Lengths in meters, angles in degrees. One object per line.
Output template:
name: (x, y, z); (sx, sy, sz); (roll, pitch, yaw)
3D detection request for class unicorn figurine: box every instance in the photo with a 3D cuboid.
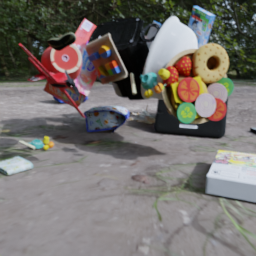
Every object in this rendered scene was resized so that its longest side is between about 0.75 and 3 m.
unicorn figurine: (0.792, -0.575, 14.458); (1.328, 0.714, 1.934); (4, 25, -29)

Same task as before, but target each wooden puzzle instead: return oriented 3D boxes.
wooden puzzle: (-0.590, -1.608, 6.792); (0.997, 1.077, 0.249); (-4, 24, 49)

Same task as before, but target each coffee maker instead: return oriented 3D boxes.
coffee maker: (0.216, -2.309, 10.107); (2.640, 1.851, 2.748); (24, -19, 34)

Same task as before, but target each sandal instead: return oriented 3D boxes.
sandal: (-1.429, -1.905, 6.143); (0.779, 0.309, 0.222); (-7, 47, 28)

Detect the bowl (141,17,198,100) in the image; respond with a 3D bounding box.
bowl: (1.602, -2.062, 9.297); (1.275, 2.836, 2.836); (24, 21, 17)

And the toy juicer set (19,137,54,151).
toy juicer set: (-3.227, 0.659, 10.078); (0.736, 0.315, 1.157); (32, 26, 34)

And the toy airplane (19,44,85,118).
toy airplane: (-1.995, -1.265, 7.365); (2.492, 2.492, 0.458); (16, 61, 49)

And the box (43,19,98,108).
box: (-1.838, -2.459, 10.880); (1.531, 2.984, 1.412); (29, -28, -15)

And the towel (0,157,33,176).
towel: (-3.367, 1.128, 8.236); (0.914, 0.220, 0.782); (12, 21, 41)

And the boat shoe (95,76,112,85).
boat shoe: (-1.084, -2.502, 12.757); (2.729, 0.984, 0.968); (3, 17, 0)

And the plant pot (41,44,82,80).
plant pot: (-1.860, -1.904, 8.048); (1.208, 1.208, 1.069); (-5, 4, -20)

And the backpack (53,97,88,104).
backpack: (-4.243, -2.774, 20.559); (2.401, 1.951, 2.015); (-8, 19, -33)

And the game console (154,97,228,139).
game console: (2.922, -0.713, 12.718); (2.976, 2.618, 1.732); (4, -15, 19)

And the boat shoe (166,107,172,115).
boat shoe: (1.830, -0.869, 9.042); (1.314, 0.471, 0.501); (-29, -30, 2)

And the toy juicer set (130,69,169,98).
toy juicer set: (0.544, -1.183, 7.812); (1.260, 0.802, 0.343); (0, -15, 40)

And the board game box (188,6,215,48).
board game box: (2.411, -3.364, 9.559); (0.224, 1.223, 0.925); (-15, 45, -25)

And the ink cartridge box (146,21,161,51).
ink cartridge box: (1.752, -3.307, 11.450); (2.128, 1.236, 0.716); (13, 25, -29)

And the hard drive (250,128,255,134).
hard drive: (6.089, 0.144, 12.291); (1.135, 0.187, 0.792); (-2, 14, -9)

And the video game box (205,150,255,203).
video game box: (3.320, 1.230, 7.088); (2.370, 0.555, 2.159); (6, 18, 24)

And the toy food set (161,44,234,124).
toy food set: (2.041, -1.187, 8.141); (2.275, 2.252, 0.553); (-19, 9, -16)

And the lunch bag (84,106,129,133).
lunch bag: (-0.889, -0.442, 12.759); (1.838, 1.138, 1.562); (-7, 13, 6)
